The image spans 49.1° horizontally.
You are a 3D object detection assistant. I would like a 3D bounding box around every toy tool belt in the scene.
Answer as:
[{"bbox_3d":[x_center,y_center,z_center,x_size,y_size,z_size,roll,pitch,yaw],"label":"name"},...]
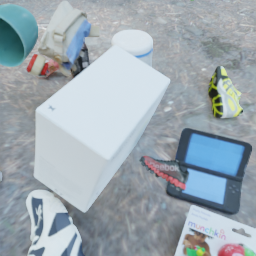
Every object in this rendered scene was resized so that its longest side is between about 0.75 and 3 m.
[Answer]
[{"bbox_3d":[-1.538,-2.014,7.054,1.252,1.272,2.038,27,72,-21],"label":"toy tool belt"}]

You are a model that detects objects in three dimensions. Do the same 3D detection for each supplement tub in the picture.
[{"bbox_3d":[0.122,-2.007,9.004,1.269,1.924,1.269,0,46,0],"label":"supplement tub"}]

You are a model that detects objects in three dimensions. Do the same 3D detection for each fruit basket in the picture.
[{"bbox_3d":[1.764,2.712,4.920,2.022,1.023,2.183,19,70,17],"label":"fruit basket"}]

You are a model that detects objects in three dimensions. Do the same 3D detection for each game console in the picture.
[{"bbox_3d":[1.945,1.006,6.756,1.729,1.023,1.476,14,47,14],"label":"game console"}]

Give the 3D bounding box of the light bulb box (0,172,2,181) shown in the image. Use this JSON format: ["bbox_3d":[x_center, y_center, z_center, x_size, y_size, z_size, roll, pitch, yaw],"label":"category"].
[{"bbox_3d":[-4.559,1.603,5.685,2.727,1.717,2.751,3,46,2],"label":"light bulb box"}]

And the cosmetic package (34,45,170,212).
[{"bbox_3d":[-0.496,0.040,4.935,1.249,2.033,2.026,33,52,8],"label":"cosmetic package"}]

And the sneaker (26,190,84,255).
[{"bbox_3d":[-1.766,2.536,5.204,1.814,1.113,2.788,-23,60,-31],"label":"sneaker"}]

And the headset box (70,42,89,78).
[{"bbox_3d":[-1.893,-2.703,10.151,0.616,1.220,1.641,-13,49,-14],"label":"headset box"}]

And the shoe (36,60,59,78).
[{"bbox_3d":[-2.687,-2.135,9.893,1.361,0.486,0.619,-7,43,36],"label":"shoe"}]

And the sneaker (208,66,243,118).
[{"bbox_3d":[3.137,-1.134,9.069,0.799,0.789,2.092,7,57,-3],"label":"sneaker"}]

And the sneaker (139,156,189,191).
[{"bbox_3d":[0.633,0.668,4.686,0.892,0.315,0.436,31,84,12],"label":"sneaker"}]

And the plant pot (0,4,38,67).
[{"bbox_3d":[-3.017,-2.498,7.254,1.428,1.428,1.146,12,47,11],"label":"plant pot"}]
